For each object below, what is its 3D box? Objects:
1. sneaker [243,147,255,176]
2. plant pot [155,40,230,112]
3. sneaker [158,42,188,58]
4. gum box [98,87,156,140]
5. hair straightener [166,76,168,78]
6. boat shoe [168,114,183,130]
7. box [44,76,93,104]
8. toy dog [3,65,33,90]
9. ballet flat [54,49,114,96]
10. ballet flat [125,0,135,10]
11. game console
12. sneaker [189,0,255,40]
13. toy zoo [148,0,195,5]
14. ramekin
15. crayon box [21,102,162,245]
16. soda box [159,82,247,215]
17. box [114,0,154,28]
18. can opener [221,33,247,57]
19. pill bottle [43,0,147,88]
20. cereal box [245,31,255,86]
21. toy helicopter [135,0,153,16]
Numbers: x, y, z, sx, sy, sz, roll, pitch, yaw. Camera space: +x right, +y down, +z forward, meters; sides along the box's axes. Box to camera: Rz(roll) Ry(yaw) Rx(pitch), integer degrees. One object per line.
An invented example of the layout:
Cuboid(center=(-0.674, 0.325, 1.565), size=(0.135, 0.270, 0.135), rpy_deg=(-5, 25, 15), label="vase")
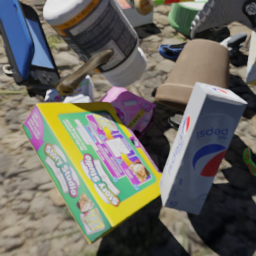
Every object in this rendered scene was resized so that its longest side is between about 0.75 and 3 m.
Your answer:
Cuboid(center=(3.616, 0.977, 8.085), size=(0.387, 0.354, 0.924), rpy_deg=(7, 53, -19), label="sneaker")
Cuboid(center=(1.599, -1.107, 6.300), size=(1.711, 1.711, 1.493), rpy_deg=(16, 92, 12), label="plant pot")
Cuboid(center=(2.024, -3.036, 10.812), size=(1.734, 0.675, 0.608), rpy_deg=(18, 56, 13), label="sneaker")
Cuboid(center=(-0.541, 0.065, 8.361), size=(1.516, 0.883, 2.671), rpy_deg=(30, 59, 20), label="gum box")
Cuboid(center=(1.578, -1.876, 10.242), size=(0.381, 0.203, 0.991), rpy_deg=(26, 57, 18), label="hair straightener")
Cuboid(center=(1.965, -0.106, 8.764), size=(1.497, 0.451, 0.534), rpy_deg=(25, 57, 18), label="boat shoe")
Cuboid(center=(-1.847, -0.791, 8.670), size=(1.565, 0.413, 2.007), rpy_deg=(-20, 33, 7), label="box")
Cuboid(center=(-3.567, -2.352, 10.072), size=(2.158, 1.039, 1.423), rpy_deg=(35, 61, 23), label="toy dog")
Cuboid(center=(-0.863, -1.198, 6.038), size=(1.639, 0.552, 0.380), rpy_deg=(-42, 97, -28), label="ballet flat")
Cuboid(center=(0.040, -4.201, 8.859), size=(0.325, 0.912, 0.315), rpy_deg=(-14, 47, -10), label="ballet flat")
Cuboid(center=(-2.508, -2.656, 7.333), size=(1.670, 2.409, 2.823), rpy_deg=(-25, 82, 27), label="game console")
Cuboid(center=(2.548, -2.624, 6.873), size=(0.971, 2.588, 1.495), rpy_deg=(-40, 82, -20), label="sneaker")
Cuboid(center=(1.333, -4.400, 8.786), size=(1.860, 0.190, 1.220), rpy_deg=(-13, 67, -19), label="toy zoo")
Cuboid(center=(2.966, -5.140, 12.083), size=(2.346, 1.146, 2.346), rpy_deg=(0, 53, 0), label="ramekin")
Cuboid(center=(-0.555, 0.651, 5.727), size=(2.554, 0.744, 2.203), rpy_deg=(54, 31, 16), label="crayon box")
Cuboid(center=(1.250, 0.401, 5.070), size=(0.720, 2.269, 0.775), rpy_deg=(14, 21, -6), label="soda box")
Cuboid(center=(0.069, -5.429, 12.377), size=(1.477, 1.031, 1.939), rpy_deg=(-21, 56, -15), label="box")
Cuboid(center=(3.447, -2.866, 10.645), size=(2.605, 0.866, 0.686), rpy_deg=(-38, 63, -19), label="can opener")
Cuboid(center=(-0.684, -2.320, 7.129), size=(1.569, 2.696, 1.569), rpy_deg=(-19, 50, 24), label="pill bottle")
Cuboid(center=(3.536, -2.320, 6.762), size=(0.473, 1.721, 2.392), rpy_deg=(7, 89, -1), label="cereal box")
Cuboid(center=(1.010, -4.828, 9.304), size=(1.657, 0.989, 2.506), rpy_deg=(25, 85, -25), label="toy helicopter")
